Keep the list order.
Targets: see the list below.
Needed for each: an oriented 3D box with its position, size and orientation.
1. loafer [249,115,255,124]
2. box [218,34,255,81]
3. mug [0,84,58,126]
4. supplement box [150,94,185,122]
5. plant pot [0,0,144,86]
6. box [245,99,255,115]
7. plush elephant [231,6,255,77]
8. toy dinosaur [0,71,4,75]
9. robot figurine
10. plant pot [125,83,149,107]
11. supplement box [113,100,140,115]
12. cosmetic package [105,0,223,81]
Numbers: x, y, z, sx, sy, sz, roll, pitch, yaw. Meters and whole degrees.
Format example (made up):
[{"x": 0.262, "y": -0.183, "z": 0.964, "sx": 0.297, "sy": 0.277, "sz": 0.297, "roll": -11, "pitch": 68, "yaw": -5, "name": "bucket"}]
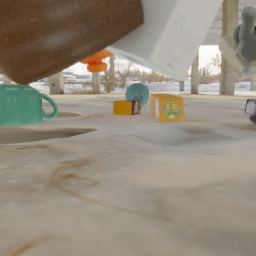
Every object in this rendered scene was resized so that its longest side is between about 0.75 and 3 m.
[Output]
[{"x": 4.567, "y": -0.253, "z": 9.464, "sx": 0.887, "sy": 0.319, "sz": 0.279, "roll": 12, "pitch": 10, "yaw": 19, "name": "loafer"}, {"x": 3.844, "y": -2.493, "z": 9.700, "sx": 0.739, "sy": 1.556, "sz": 0.605, "roll": -16, "pitch": -24, "yaw": -9, "name": "box"}, {"x": -3.846, "y": -0.868, "z": 9.930, "sx": 1.806, "sy": 1.359, "sz": 2.198, "roll": 8, "pitch": 11, "yaw": 43, "name": "mug"}, {"x": 1.541, "y": -0.888, "z": 11.532, "sx": 0.958, "sy": 0.990, "sz": 2.879, "roll": -3, "pitch": 11, "yaw": -2, "name": "supplement box"}, {"x": -1.231, "y": -2.582, "z": 5.998, "sx": 2.972, "sy": 2.777, "sz": 2.777, "roll": -12, "pitch": 8, "yaw": 4, "name": "plant pot"}, {"x": 5.747, "y": -0.585, "z": 9.887, "sx": 1.997, "sy": 0.609, "sz": 2.521, "roll": 6, "pitch": 7, "yaw": -12, "name": "box"}, {"x": 3.889, "y": -2.581, "z": 8.408, "sx": 1.566, "sy": 1.901, "sz": 1.472, "roll": 22, "pitch": 37, "yaw": 12, "name": "plush elephant"}, {"x": -2.049, "y": -2.029, "z": 6.024, "sx": 2.773, "sy": 1.402, "sz": 0.807, "roll": -17, "pitch": 46, "yaw": 14, "name": "toy dinosaur"}, {"x": -1.309, "y": -3.302, "z": 10.501, "sx": 1.712, "sy": 2.112, "sz": 2.936, "roll": 27, "pitch": -9, "yaw": -24, "name": "robot figurine"}, {"x": 0.595, "y": -1.906, "z": 17.243, "sx": 1.518, "sy": 1.518, "sz": 1.022, "roll": 0, "pitch": 24, "yaw": -1, "name": "plant pot"}, {"x": -0.048, "y": -0.963, "z": 13.129, "sx": 0.939, "sy": 0.632, "sz": 0.952, "roll": 5, "pitch": 10, "yaw": 31, "name": "supplement box"}, {"x": 0.690, "y": -2.980, "z": 7.364, "sx": 1.603, "sy": 2.608, "sz": 2.600, "roll": 16, "pitch": 12, "yaw": -47, "name": "cosmetic package"}]
